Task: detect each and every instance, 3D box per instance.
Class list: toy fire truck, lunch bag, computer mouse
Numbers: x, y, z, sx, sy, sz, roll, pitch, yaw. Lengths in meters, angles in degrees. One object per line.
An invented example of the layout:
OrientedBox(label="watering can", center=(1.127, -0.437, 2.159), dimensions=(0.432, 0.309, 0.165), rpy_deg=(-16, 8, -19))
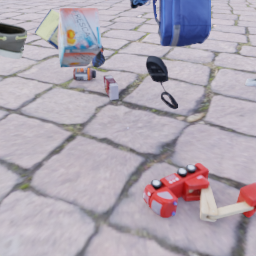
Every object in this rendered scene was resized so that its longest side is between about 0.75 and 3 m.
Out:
OrientedBox(label="toy fire truck", center=(1.591, 1.473, 5.964), dimensions=(2.163, 0.527, 1.525), rpy_deg=(-18, 37, -25))
OrientedBox(label="lunch bag", center=(1.623, -3.927, 8.928), dimensions=(1.649, 2.492, 1.693), rpy_deg=(-2, 1, 2))
OrientedBox(label="computer mouse", center=(0.801, -0.986, 6.130), dimensions=(0.445, 1.518, 0.258), rpy_deg=(10, 56, 37))

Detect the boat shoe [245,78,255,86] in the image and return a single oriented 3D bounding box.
OrientedBox(label="boat shoe", center=(5.162, -1.865, 11.286), dimensions=(0.835, 0.279, 0.307), rpy_deg=(-7, 34, -11))

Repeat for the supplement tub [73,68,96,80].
OrientedBox(label="supplement tub", center=(-1.800, -2.244, 11.675), dimensions=(0.914, 0.489, 0.489), rpy_deg=(0, 33, -1))

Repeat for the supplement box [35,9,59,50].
OrientedBox(label="supplement box", center=(-2.691, -3.650, 10.512), dimensions=(1.094, 1.095, 0.735), rpy_deg=(38, 3, 35))

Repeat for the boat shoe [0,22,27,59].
OrientedBox(label="boat shoe", center=(-3.482, -2.281, 6.621), dimensions=(0.954, 0.798, 2.670), rpy_deg=(36, 17, 15))

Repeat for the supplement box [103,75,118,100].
OrientedBox(label="supplement box", center=(-0.650, -1.541, 10.530), dimensions=(0.317, 0.566, 1.041), rpy_deg=(-9, 34, -14))

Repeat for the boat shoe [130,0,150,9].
OrientedBox(label="boat shoe", center=(0.433, -4.140, 8.899), dimensions=(0.718, 0.586, 1.706), rpy_deg=(8, 13, -6))

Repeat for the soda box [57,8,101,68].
OrientedBox(label="soda box", center=(-1.391, -2.292, 7.523), dimensions=(0.883, 0.950, 2.777), rpy_deg=(-6, 5, -14))

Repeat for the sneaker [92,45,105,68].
OrientedBox(label="sneaker", center=(-0.996, -2.205, 8.619), dimensions=(0.437, 0.420, 1.114), rpy_deg=(-29, 42, 25))
